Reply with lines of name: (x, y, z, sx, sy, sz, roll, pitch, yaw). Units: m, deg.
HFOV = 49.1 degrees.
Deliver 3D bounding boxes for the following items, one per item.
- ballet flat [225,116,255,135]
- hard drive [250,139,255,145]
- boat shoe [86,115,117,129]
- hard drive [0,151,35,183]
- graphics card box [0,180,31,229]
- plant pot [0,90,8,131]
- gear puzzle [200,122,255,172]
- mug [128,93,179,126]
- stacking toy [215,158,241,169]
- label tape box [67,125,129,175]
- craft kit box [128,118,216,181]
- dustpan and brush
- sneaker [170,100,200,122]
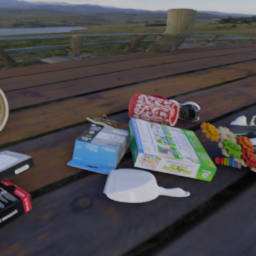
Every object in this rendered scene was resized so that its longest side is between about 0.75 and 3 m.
ballet flat: (4.836, -0.070, 11.159, 2.356, 0.861, 0.861, 0, 25, 14)
hard drive: (5.213, 0.919, 10.003, 1.324, 0.268, 2.007, -8, 26, -17)
boat shoe: (-1.097, -0.296, 12.017, 1.482, 0.548, 0.547, 22, -5, 20)
hard drive: (-3.877, 1.186, 8.335, 1.415, 0.383, 2.025, -28, 20, -39)
graphics card box: (-3.704, 2.153, 7.052, 1.310, 0.531, 2.088, 17, 29, 33)
plant pot: (-6.532, -0.918, 11.665, 2.694, 2.694, 2.466, -12, 16, -24)
gear puzzle: (3.486, 0.509, 8.857, 2.843, 0.372, 1.473, 28, 38, -11)
mug: (1.225, -0.937, 12.373, 1.908, 1.273, 1.694, 13, 68, 29)
stacking toy: (3.377, 1.138, 9.485, 0.841, 0.359, 0.359, 7, 26, 23)
label tape box: (-0.970, 0.685, 9.861, 1.551, 0.716, 2.165, 10, 23, 13)
craft kit box: (1.334, 0.640, 9.497, 2.533, 0.622, 2.565, 10, 24, -9)
dustpan and brush: (0.577, 1.722, 8.045, 2.327, 0.666, 1.624, -5, 15, 5)
sneaker: (2.247, -0.711, 12.865, 0.968, 0.900, 2.241, -15, 16, -34)
